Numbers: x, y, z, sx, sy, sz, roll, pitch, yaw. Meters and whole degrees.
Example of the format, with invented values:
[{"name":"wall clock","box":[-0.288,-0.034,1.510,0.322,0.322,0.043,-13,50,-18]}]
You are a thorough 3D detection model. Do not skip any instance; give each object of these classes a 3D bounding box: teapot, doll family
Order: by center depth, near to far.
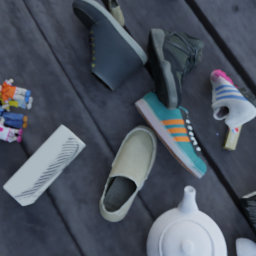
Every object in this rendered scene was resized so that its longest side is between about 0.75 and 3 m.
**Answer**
[{"name":"teapot","box":[1.373,2.916,6.669,2.095,1.550,2.123,-38,67,-7]},{"name":"teapot","box":[3.146,3.254,7.183,0.624,0.843,0.854,-10,41,23]},{"name":"doll family","box":[-3.473,-0.482,8.043,1.159,0.842,1.868,14,98,-5]}]

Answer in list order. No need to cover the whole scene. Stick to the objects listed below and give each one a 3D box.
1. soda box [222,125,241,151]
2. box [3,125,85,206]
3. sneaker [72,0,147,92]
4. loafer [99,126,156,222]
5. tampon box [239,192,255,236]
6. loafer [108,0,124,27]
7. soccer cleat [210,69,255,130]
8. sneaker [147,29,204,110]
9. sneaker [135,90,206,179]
[{"name":"soda box","box":[2.998,0.217,8.075,0.283,0.268,0.837,19,80,3]},{"name":"box","box":[-2.213,1.006,7.622,0.753,0.904,2.201,41,84,6]},{"name":"sneaker","box":[-0.934,-2.469,8.156,2.833,1.059,1.505,45,84,6]},{"name":"loafer","box":[0.048,1.220,7.542,1.053,0.950,2.783,21,80,4]},{"name":"tampon box","box":[4.014,2.429,7.194,1.325,1.116,1.768,-20,79,-8]},{"name":"loafer","box":[-0.396,-3.590,8.724,0.377,0.335,0.993,-22,81,-4]},{"name":"soccer cleat","box":[2.528,-0.820,7.475,0.828,2.370,1.023,39,108,-23]},{"name":"sneaker","box":[1.454,-1.717,7.723,1.596,1.065,2.786,-1,52,-4]},{"name":"sneaker","box":[1.397,0.062,7.738,1.094,0.977,2.738,-37,80,-2]}]
